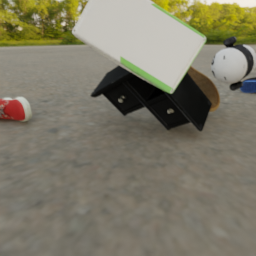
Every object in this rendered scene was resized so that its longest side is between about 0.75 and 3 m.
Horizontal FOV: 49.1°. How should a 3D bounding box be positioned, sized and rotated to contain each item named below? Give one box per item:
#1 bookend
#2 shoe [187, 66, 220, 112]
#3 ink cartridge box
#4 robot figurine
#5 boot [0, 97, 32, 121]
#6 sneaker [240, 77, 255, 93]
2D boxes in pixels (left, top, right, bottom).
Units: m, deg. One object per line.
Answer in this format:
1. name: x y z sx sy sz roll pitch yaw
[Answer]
1. bookend: 0.649 -0.874 8.431 2.536 2.520 1.168 -18 34 48
2. shoe: 2.302 -1.498 9.818 0.934 0.713 2.673 -32 57 2
3. ink cartridge box: 0.163 -1.369 4.596 1.554 0.897 2.136 31 9 -4
4. robot figurine: 3.200 -1.941 8.471 1.291 1.072 1.719 48 43 13
5. boot: -4.241 -0.486 9.055 2.221 0.804 1.602 8 21 44
6. sneaker: 6.512 -1.997 13.037 2.381 0.835 0.927 11 30 32
